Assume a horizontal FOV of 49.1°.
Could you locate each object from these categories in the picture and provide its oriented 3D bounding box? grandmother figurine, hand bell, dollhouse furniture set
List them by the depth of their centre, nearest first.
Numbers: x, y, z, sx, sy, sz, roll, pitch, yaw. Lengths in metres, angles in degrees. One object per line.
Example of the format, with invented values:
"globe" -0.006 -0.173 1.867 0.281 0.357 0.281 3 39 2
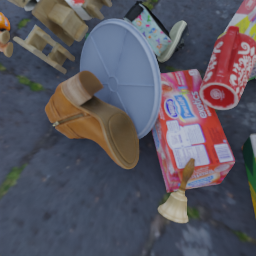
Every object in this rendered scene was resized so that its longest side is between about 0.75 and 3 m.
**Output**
"hand bell" 1.054 1.139 5.376 0.613 0.613 1.176 20 98 13
"dollhouse furniture set" -2.378 -3.425 7.618 1.919 2.888 2.532 34 91 28
"grandmother figurine" -4.621 -2.665 8.311 2.164 1.312 0.655 6 39 5

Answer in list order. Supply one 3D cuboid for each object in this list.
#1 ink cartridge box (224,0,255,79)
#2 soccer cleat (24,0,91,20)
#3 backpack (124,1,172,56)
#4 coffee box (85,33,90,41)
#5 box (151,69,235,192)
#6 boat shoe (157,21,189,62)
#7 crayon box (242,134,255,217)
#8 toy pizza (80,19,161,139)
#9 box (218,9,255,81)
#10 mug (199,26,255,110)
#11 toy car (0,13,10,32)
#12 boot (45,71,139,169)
"ink cartridge box" 4.098 -2.471 8.002 0.939 1.621 2.783 -5 56 -22
"soccer cleat" -2.434 -4.125 9.642 2.705 0.928 1.152 28 73 19
"backpack" 0.494 -2.619 7.760 1.420 1.069 1.261 37 14 -19
"coffee box" -0.661 -2.498 8.630 1.247 0.766 0.274 2 49 3
"box" 1.307 0.016 6.710 1.326 1.270 2.660 -8 58 -5
"boat shoe" 1.454 -2.616 8.708 0.636 0.530 1.703 -4 49 49
"crayon box" 3.637 1.428 6.181 1.652 0.661 2.602 2 58 2
"toy pizza" -0.204 -1.078 6.656 0.449 2.834 2.834 -20 57 -39
"box" 3.427 -2.267 7.128 0.669 2.765 1.623 13 72 -19
"mug" 2.107 -1.331 6.164 1.020 1.356 1.528 -8 46 50
"toy car" -4.539 -2.841 8.773 1.305 0.885 2.660 -7 57 -4
"boot" -0.904 0.019 6.587 0.891 1.871 2.419 -32 93 -44
